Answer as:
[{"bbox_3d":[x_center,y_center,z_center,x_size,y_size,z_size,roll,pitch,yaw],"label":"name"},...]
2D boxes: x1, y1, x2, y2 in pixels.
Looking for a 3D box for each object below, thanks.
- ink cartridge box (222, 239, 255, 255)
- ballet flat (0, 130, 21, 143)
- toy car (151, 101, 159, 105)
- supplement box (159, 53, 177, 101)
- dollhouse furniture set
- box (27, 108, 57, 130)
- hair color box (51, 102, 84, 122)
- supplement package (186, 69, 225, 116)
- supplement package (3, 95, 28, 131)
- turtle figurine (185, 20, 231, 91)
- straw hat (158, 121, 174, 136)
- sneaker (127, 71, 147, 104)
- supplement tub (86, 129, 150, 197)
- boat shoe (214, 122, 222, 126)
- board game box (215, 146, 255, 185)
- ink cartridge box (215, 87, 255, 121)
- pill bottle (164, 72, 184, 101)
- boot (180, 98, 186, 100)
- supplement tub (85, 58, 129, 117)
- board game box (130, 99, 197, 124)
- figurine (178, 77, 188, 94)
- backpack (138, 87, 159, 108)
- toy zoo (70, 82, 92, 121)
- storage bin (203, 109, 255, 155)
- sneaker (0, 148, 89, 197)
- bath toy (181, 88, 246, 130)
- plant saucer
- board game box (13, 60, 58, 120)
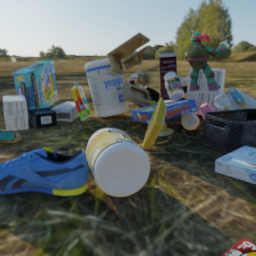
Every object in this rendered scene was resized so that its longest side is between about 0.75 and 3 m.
[{"bbox_3d":[1.534,1.869,3.431,0.892,0.374,0.783,-11,19,-38],"label":"ink cartridge box"},{"bbox_3d":[-4.332,0.295,9.489,1.559,0.550,0.509,7,-10,17],"label":"ballet flat"},{"bbox_3d":[1.255,-0.889,13.294,0.738,0.769,0.936,2,8,-8],"label":"toy car"},{"bbox_3d":[2.088,-2.337,14.414,0.883,2.899,1.578,-2,13,9],"label":"supplement box"},{"bbox_3d":[0.620,-2.364,11.921,1.754,2.153,2.047,-26,-20,31],"label":"dollhouse furniture set"},{"bbox_3d":[-3.585,-0.413,11.664,0.876,0.632,1.180,-9,18,-30],"label":"box"},{"bbox_3d":[-2.816,-0.792,13.223,0.955,0.585,1.929,2,14,8],"label":"hair color box"},{"bbox_3d":[3.925,-1.871,14.064,1.524,2.140,2.748,7,13,21],"label":"supplement package"},{"bbox_3d":[-4.630,-0.652,11.483,0.840,1.180,1.515,-7,17,-23],"label":"supplement package"},{"bbox_3d":[2.878,-2.771,10.998,1.319,2.620,1.961,-22,24,-32],"label":"turtle figurine"},{"bbox_3d":[1.247,-0.060,10.614,1.051,0.445,1.051,-2,17,1],"label":"straw hat"},{"bbox_3d":[0.554,-2.731,17.152,1.095,1.187,2.691,-4,46,12],"label":"sneaker"},{"bbox_3d":[-0.310,0.689,6.326,1.182,1.182,1.638,-4,16,-16],"label":"supplement tub"},{"bbox_3d":[3.642,-0.142,11.221,0.775,0.279,0.279,-4,-13,-36],"label":"boat shoe"},{"bbox_3d":[3.332,0.951,6.961,1.673,0.363,1.665,-13,20,-42],"label":"board game box"},{"bbox_3d":[4.276,-0.803,11.086,1.236,1.233,0.251,38,18,24],"label":"ink cartridge box"},{"bbox_3d":[1.813,-1.676,11.211,0.615,1.056,0.615,-10,-27,-5],"label":"pill bottle"},{"bbox_3d":[2.429,-1.014,12.806,0.341,0.756,0.922,19,0,9],"label":"boot"},{"bbox_3d":[-0.974,-1.906,13.139,1.656,2.510,1.656,-13,11,3],"label":"supplement tub"},{"bbox_3d":[1.303,-0.691,11.326,1.839,0.468,2.717,-17,8,-12],"label":"board game box"},{"bbox_3d":[3.284,-2.805,18.419,1.956,0.863,2.005,-4,-21,-12],"label":"figurine"},{"bbox_3d":[1.079,-1.507,14.808,1.236,0.937,1.481,34,34,-2],"label":"backpack"},{"bbox_3d":[-2.158,-1.230,12.727,0.175,1.706,1.120,-15,11,14],"label":"toy zoo"},{"bbox_3d":[3.715,0.076,8.976,2.277,1.068,1.540,-5,15,-22],"label":"storage bin"},{"bbox_3d":[-2.157,0.855,6.078,2.659,1.042,0.876,0,17,5],"label":"sneaker"},{"bbox_3d":[3.217,-0.584,10.742,2.393,1.041,0.885,-27,-7,19],"label":"bath toy"},{"bbox_3d":[0.864,-0.095,8.767,0.306,1.263,1.263,20,46,-1],"label":"plant saucer"},{"bbox_3d":[-4.349,-1.923,13.565,0.671,2.157,2.858,3,25,9],"label":"board game box"}]
